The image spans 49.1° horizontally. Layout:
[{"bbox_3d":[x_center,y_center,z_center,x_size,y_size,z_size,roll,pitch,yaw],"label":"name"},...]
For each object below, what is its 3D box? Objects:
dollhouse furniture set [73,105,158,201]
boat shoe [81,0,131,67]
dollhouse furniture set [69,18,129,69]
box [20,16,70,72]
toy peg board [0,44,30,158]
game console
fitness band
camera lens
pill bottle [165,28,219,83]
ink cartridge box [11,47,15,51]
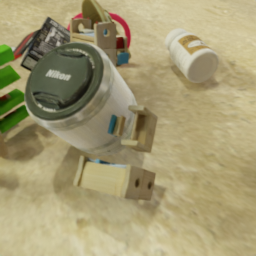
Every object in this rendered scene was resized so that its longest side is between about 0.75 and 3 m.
[{"bbox_3d":[-0.108,0.523,5.860,1.211,1.204,1.718,6,77,30],"label":"dollhouse furniture set"},{"bbox_3d":[-0.710,-3.256,9.459,0.872,2.391,0.752,-18,19,50],"label":"boat shoe"},{"bbox_3d":[-0.514,-2.353,7.773,1.785,1.251,1.258,-19,33,-38],"label":"dollhouse furniture set"},{"bbox_3d":[-1.744,-1.993,8.439,2.391,0.595,1.886,29,46,-25],"label":"box"},{"bbox_3d":[-3.901,-1.141,7.137,2.763,2.775,1.357,29,50,24],"label":"toy peg board"},{"bbox_3d":[-2.654,-2.111,7.205,0.829,0.145,0.937,1,56,45],"label":"game console"},{"bbox_3d":[-1.064,-3.304,10.107,2.367,1.700,0.443,8,20,4],"label":"fitness band"},{"bbox_3d":[-0.929,-0.554,6.417,1.967,2.459,1.967,-8,65,18],"label":"camera lens"},{"bbox_3d":[2.137,-2.631,9.865,1.201,1.201,2.101,-13,45,-13],"label":"pill bottle"},{"bbox_3d":[-4.752,-2.901,10.899,0.785,0.160,0.786,8,45,8],"label":"ink cartridge box"}]
